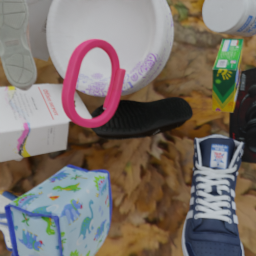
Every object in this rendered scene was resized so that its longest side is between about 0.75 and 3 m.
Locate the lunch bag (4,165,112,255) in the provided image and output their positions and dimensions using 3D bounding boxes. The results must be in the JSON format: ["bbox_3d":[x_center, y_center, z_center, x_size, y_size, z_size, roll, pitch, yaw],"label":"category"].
[{"bbox_3d":[-0.934,1.604,4.238,1.070,1.680,1.428,4,18,26],"label":"lunch bag"}]

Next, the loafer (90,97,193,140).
[{"bbox_3d":[0.314,-0.082,6.642,2.535,0.904,0.925,-6,58,-19],"label":"loafer"}]

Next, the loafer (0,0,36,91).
[{"bbox_3d":[-2.117,-1.629,5.135,0.702,0.614,1.953,-10,88,-19],"label":"loafer"}]

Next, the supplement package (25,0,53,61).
[{"bbox_3d":[-2.674,-3.399,7.144,2.170,2.787,1.545,10,59,-30],"label":"supplement package"}]

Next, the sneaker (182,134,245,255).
[{"bbox_3d":[1.475,1.118,4.756,0.955,1.479,2.726,5,27,15],"label":"sneaker"}]

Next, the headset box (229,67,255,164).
[{"bbox_3d":[3.222,-0.254,5.240,1.016,2.709,2.013,2,89,-23],"label":"headset box"}]

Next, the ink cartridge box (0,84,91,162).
[{"bbox_3d":[-2.240,-0.162,6.000,2.556,0.863,1.489,-10,46,-28],"label":"ink cartridge box"}]

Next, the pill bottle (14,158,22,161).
[{"bbox_3d":[-3.064,-0.195,8.120,1.154,1.154,2.072,23,67,10],"label":"pill bottle"}]

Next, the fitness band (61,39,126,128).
[{"bbox_3d":[-0.585,-0.749,4.797,0.281,1.077,1.499,19,97,47],"label":"fitness band"}]

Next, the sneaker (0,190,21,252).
[{"bbox_3d":[-2.356,2.619,7.013,2.717,1.023,1.197,21,74,19],"label":"sneaker"}]

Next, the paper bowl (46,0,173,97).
[{"bbox_3d":[-0.330,-2.019,6.151,2.641,1.374,2.641,3,100,20],"label":"paper bowl"}]

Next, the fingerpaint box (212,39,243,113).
[{"bbox_3d":[1.546,-0.817,4.327,0.334,0.759,0.910,8,45,23],"label":"fingerpaint box"}]

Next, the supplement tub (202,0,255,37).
[{"bbox_3d":[2.505,-2.632,6.403,1.518,1.001,1.001,-15,61,-43],"label":"supplement tub"}]
